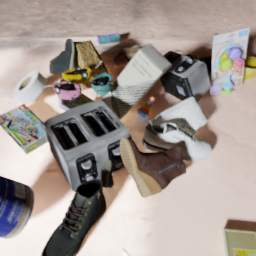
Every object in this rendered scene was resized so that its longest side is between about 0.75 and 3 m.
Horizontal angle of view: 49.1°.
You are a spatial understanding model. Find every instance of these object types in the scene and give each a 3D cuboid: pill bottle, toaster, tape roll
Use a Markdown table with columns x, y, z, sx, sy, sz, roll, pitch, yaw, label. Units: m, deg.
| x | y | z | sx | sy | sz | roll | pitch | yaw | label |
| --- | --- | --- | --- | --- | --- | --- | --- | --- | --- |
| -3.972 | 1.833 | 7.198 | 1.560 | 2.696 | 1.560 | -26 | 48 | 32 | pill bottle |
| -1.393 | 0.477 | 9.749 | 2.410 | 1.582 | 2.665 | -22 | 48 | -22 | toaster |
| -4.283 | -1.758 | 12.158 | 1.554 | 0.544 | 1.554 | -25 | 42 | 25 | tape roll |
| 2.346 | -2.084 | 11.996 | 1.264 | 2.130 | 1.926 | -44 | 47 | -10 | toaster |

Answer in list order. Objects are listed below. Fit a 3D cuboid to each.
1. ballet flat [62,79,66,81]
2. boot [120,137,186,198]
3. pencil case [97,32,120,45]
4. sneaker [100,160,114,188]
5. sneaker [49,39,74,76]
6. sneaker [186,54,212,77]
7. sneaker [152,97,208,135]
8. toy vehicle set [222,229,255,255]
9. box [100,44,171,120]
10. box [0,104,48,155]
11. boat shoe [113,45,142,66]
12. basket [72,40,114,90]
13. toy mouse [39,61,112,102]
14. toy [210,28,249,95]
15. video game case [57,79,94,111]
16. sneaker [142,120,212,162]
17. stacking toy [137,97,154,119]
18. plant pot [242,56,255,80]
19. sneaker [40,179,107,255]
| x | y | z | sx | sy | sz | roll | pitch | yaw | label |
| --- | --- | --- | --- | --- | --- | --- | --- | --- | --- |
| -2.716 | -1.988 | 13.034 | 1.019 | 0.360 | 0.360 | 30 | 51 | 15 | ballet flat |
| 0.831 | 0.975 | 9.019 | 1.823 | 2.192 | 0.793 | -28 | 15 | -22 | boot |
| -1.145 | -5.188 | 16.234 | 1.289 | 0.596 | 0.549 | -15 | 51 | -13 | pencil case |
| -0.616 | 1.453 | 8.763 | 0.323 | 0.458 | 0.863 | 5 | 77 | 30 | sneaker |
| -2.936 | -3.167 | 12.330 | 0.966 | 0.680 | 1.819 | 6 | 76 | -23 | sneaker |
| 3.537 | -3.188 | 13.700 | 0.754 | 1.130 | 1.973 | 20 | 35 | -34 | sneaker |
| 1.912 | -0.082 | 10.813 | 2.347 | 0.865 | 1.356 | -30 | 73 | -2 | sneaker |
| 3.146 | 3.540 | 7.606 | 0.933 | 0.199 | 1.502 | 5 | 45 | 5 | toy vehicle set |
| 0.209 | -1.680 | 10.786 | 1.220 | 2.970 | 1.016 | 43 | 41 | 1 | box |
| -4.087 | -0.012 | 11.085 | 1.278 | 0.403 | 2.322 | -34 | 54 | -30 | box |
| 0.125 | -3.741 | 14.656 | 2.067 | 0.783 | 0.742 | -33 | 55 | -27 | boat shoe |
| -1.583 | -3.072 | 13.077 | 1.714 | 1.642 | 2.301 | -8 | 48 | -20 | basket |
| -1.589 | -1.470 | 10.266 | 2.980 | 0.577 | 2.648 | -22 | 40 | -27 | toy mouse |
| 4.380 | -2.628 | 11.857 | 1.584 | 2.751 | 0.649 | -16 | 42 | -8 | toy |
| -2.021 | -0.965 | 11.279 | 0.214 | 1.866 | 1.698 | -41 | 40 | 23 | video game case |
| 1.820 | 0.435 | 10.068 | 2.573 | 1.036 | 0.983 | 11 | 32 | -2 | sneaker |
| 0.811 | -0.901 | 11.650 | 0.543 | 0.514 | 0.936 | 33 | 78 | 12 | stacking toy |
| 5.854 | -2.841 | 13.677 | 1.153 | 0.819 | 1.153 | 0 | 45 | 0 | plant pot |
| -1.571 | 2.571 | 7.746 | 0.959 | 1.361 | 2.563 | 21 | 47 | 22 | sneaker |
